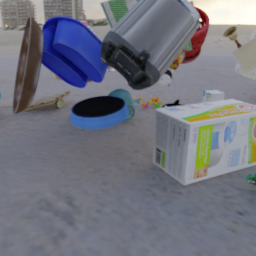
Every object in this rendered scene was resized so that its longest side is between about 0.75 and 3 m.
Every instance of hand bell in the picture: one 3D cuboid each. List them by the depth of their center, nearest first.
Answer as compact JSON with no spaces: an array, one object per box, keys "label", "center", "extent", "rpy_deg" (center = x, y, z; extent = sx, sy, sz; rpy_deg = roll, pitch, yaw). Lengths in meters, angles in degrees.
[{"label":"hand bell","center":[4.309,-3.444,11.166],"extent":[0.551,1.058,0.551],"rpy_deg":[-34,30,23]}]

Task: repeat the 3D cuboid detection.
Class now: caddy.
[{"label":"caddy","center":[-1.683,-2.440,9.066],"extent":[1.770,1.314,2.504],"rpy_deg":[-10,-34,36]}]

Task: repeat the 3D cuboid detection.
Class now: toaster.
[{"label":"toaster","center":[0.481,-2.185,6.988],"extent":[1.683,1.913,2.962],"rpy_deg":[40,-5,-7]}]

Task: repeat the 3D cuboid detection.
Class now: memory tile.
[{"label":"memory tile","center":[-3.924,-1.337,13.669],"extent":[1.756,0.192,2.291],"rpy_deg":[-12,17,17]}]

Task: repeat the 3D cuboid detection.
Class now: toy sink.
[{"label":"toy sink","center":[3.021,-1.814,6.245],"extent":[1.092,0.612,0.712],"rpy_deg":[-32,-1,45]}]

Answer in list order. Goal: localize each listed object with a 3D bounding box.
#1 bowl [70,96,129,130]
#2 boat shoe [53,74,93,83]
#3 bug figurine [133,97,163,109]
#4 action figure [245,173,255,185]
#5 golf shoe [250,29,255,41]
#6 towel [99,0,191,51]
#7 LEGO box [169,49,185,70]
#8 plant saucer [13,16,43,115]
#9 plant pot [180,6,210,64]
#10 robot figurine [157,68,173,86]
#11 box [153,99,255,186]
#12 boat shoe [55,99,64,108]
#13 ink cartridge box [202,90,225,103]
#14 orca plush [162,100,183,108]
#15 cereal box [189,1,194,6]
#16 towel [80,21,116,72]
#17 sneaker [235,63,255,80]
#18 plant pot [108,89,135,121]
[{"label":"bowl","center":[-0.788,-0.468,7.603],"extent":[1.602,0.314,1.602],"rpy_deg":[-4,28,2]},{"label":"boat shoe","center":[-2.043,-2.311,12.000],"extent":[2.193,0.808,0.758],"rpy_deg":[-9,44,-21]},{"label":"bug figurine","center":[0.984,-1.244,13.787],"extent":[1.465,0.377,1.136],"rpy_deg":[-3,25,-22]},{"label":"action figure","center":[3.417,1.244,6.037],"extent":[1.698,1.003,0.464],"rpy_deg":[5,31,41]},{"label":"golf shoe","center":[5.417,-3.340,12.126],"extent":[0.854,1.866,0.703],"rpy_deg":[-5,6,-2]},{"label":"towel","center":[0.545,-3.391,9.136],"extent":[2.775,2.116,0.325],"rpy_deg":[5,45,36]},{"label":"LEGO box","center":[1.215,-2.198,8.602],"extent":[0.855,0.330,0.637],"rpy_deg":[24,62,25]},{"label":"plant saucer","center":[-2.854,-1.717,7.984],"extent":[0.443,2.763,2.763],"rpy_deg":[9,14,-26]},{"label":"plant pot","center":[2.266,-3.755,11.498],"extent":[1.901,1.731,1.901],"rpy_deg":[-3,59,5]},{"label":"robot figurine","center":[1.515,-2.170,11.638],"extent":[0.731,0.607,0.973],"rpy_deg":[21,52,-6]},{"label":"box","center":[2.264,0.235,7.549],"extent":[2.863,1.611,1.451],"rpy_deg":[-8,21,-26]},{"label":"boat shoe","center":[-3.390,-1.186,13.644],"extent":[0.328,0.388,1.088],"rpy_deg":[-3,13,4]},{"label":"ink cartridge box","center":[4.270,-1.497,14.050],"extent":[0.665,0.668,0.910],"rpy_deg":[-5,19,-17]},{"label":"orca plush","center":[2.312,-0.993,12.767],"extent":[1.544,0.549,0.812],"rpy_deg":[9,21,24]},{"label":"cereal box","center":[1.770,-4.233,10.190],"extent":[1.062,0.210,0.764],"rpy_deg":[-28,9,-21]},{"label":"towel","center":[-1.349,-3.454,11.726],"extent":[0.405,2.707,1.981],"rpy_deg":[-41,5,20]},{"label":"sneaker","center":[3.978,-1.909,7.691],"extent":[0.904,0.769,2.043],"rpy_deg":[30,-20,-13]},{"label":"plant pot","center":[-0.247,-0.862,11.691],"extent":[1.172,1.172,1.101],"rpy_deg":[-6,35,-17]}]
